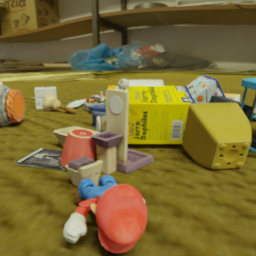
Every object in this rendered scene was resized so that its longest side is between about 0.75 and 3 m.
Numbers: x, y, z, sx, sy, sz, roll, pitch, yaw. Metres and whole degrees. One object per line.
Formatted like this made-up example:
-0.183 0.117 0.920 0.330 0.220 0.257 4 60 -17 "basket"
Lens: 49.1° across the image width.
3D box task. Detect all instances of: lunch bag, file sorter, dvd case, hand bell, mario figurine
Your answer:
2.598 -1.188 11.012 1.693 1.233 1.991 -34 23 1 "lunch bag"
4.441 -0.322 7.405 2.838 1.741 1.969 -12 28 -38 "file sorter"
-1.881 0.755 6.815 1.313 0.105 0.976 5 16 16 "dvd case"
-2.989 -0.944 12.640 1.610 0.838 0.838 19 21 23 "hand bell"
-0.298 1.276 4.074 1.140 0.979 1.847 -41 14 -11 "mario figurine"
-0.629 -0.528 10.226 0.923 0.899 1.359 11 19 36 "lunch bag"

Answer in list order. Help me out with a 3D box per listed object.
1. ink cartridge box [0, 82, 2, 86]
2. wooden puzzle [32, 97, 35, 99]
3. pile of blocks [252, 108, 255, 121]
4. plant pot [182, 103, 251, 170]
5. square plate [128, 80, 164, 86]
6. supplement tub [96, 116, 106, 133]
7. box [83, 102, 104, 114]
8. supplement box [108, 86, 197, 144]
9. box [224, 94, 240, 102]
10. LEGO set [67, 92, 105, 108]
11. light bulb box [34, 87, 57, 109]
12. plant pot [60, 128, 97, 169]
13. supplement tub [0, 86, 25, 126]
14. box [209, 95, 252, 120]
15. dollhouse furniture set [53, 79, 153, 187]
-7.551 -1.854 15.021 1.503 1.101 0.622 -10 18 -33 "ink cartridge box"
-5.339 -1.815 16.942 1.072 0.075 0.636 -1 14 -5 "wooden puzzle"
5.004 -0.442 11.062 1.531 0.629 0.476 20 -20 32 "pile of blocks"
2.131 0.280 6.570 1.263 1.271 1.300 -2 33 -8 "plant pot"
0.977 -1.795 14.696 1.984 0.285 2.003 -2 49 -5 "square plate"
-0.600 -0.085 9.073 0.828 0.599 0.599 -3 15 -13 "supplement tub"
-1.421 -0.943 13.025 1.043 0.318 1.316 -7 16 -25 "box"
0.573 -0.383 7.866 2.334 1.278 1.270 0 29 -2 "supplement box"
3.718 -1.008 12.090 1.841 0.897 1.145 8 16 31 "box"
-1.887 -1.509 14.147 2.392 0.587 1.787 -9 13 8 "LEGO set"
-3.986 -1.448 13.618 0.996 1.005 0.627 -3 13 -10 "light bulb box"
-1.082 0.464 6.374 0.872 0.772 0.872 9 18 -3 "plant pot"
-5.134 -0.794 10.106 2.420 1.483 1.483 1 14 1 "supplement tub"
2.828 -0.269 8.046 0.780 1.106 1.495 31 18 37 "box"
-1.125 -0.164 6.596 2.801 1.988 2.219 12 19 40 "dollhouse furniture set"
